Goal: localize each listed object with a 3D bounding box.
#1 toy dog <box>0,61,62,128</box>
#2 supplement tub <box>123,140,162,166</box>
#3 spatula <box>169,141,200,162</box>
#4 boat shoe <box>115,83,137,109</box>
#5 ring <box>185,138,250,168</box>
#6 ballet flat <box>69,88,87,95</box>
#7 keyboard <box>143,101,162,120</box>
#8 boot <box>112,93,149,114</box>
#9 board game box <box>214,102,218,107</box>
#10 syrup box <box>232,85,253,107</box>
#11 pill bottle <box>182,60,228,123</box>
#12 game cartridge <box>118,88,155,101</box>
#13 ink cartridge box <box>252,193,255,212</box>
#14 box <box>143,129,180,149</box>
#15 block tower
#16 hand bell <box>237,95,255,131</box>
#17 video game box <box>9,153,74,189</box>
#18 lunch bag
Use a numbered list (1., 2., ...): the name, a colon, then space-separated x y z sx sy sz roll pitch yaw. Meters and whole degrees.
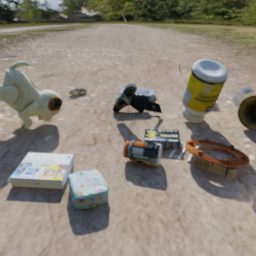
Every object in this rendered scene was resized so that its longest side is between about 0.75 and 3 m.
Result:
1. toy dog: -4.031 -1.208 11.595 2.555 2.477 1.782 23 -11 -26
2. supplement tub: 0.476 0.806 9.224 1.181 0.724 0.724 8 28 16
3. spatula: 2.006 0.790 9.967 0.905 0.105 1.302 11 28 23
4. boat shoe: -0.120 -1.334 12.061 0.556 1.507 0.515 27 51 -25
5. ring: 2.945 0.754 9.298 2.119 0.203 2.119 8 17 -2
6. ballet flat: -2.722 -1.978 15.323 1.045 0.395 0.334 -19 55 -26
7. keyboard: 1.108 -0.757 12.245 0.129 0.794 1.249 -26 -20 36
8. boot: 0.168 -1.083 13.172 1.244 0.562 1.518 32 65 14
9. board game box: 3.782 -1.334 14.077 1.144 0.248 1.139 -1 24 0
10. syrup box: 5.243 -1.443 12.880 0.441 1.119 0.456 -22 71 -10
11. pill bottle: 3.018 -1.425 11.538 1.398 2.495 1.398 4 47 -4
12. game cartridge: 0.492 -1.820 15.002 1.859 0.386 1.238 5 22 9
13. ink cartridge box: 3.769 1.827 7.212 0.947 0.686 0.399 -8 27 -16
14. box: 1.258 0.395 10.476 1.322 0.325 1.066 2 25 7
15. block tower: 2.747 1.200 8.862 1.305 0.352 0.377 18 31 34
16. hand bell: 5.936 -0.809 12.360 1.461 1.461 2.807 18 19 32
17. video game box: -2.591 1.292 8.668 1.559 0.365 1.420 2 24 5
18. lunch bag: -1.087 1.678 7.746 1.014 0.487 1.264 -7 27 -20
